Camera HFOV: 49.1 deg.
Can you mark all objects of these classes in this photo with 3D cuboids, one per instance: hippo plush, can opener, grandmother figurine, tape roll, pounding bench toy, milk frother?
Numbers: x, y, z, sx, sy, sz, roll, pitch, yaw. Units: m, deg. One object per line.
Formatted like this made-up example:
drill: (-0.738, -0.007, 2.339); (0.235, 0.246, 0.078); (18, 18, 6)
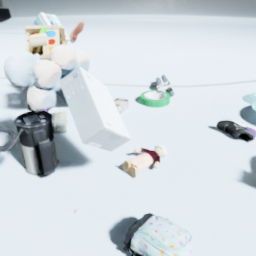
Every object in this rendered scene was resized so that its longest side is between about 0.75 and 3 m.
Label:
hippo plush: (-2.075, -1.450, 7.284); (1.810, 1.793, 2.251); (32, 8, 22)
can opener: (1.733, -2.067, 13.736); (0.636, 0.802, 2.415); (-23, 21, 9)
grandmother figurine: (0.558, 0.897, 8.259); (1.568, 0.475, 0.951); (-20, 55, -39)
tape roll: (1.203, -1.308, 12.545); (1.356, 0.326, 1.356); (0, 28, 0)
pounding bench toy: (-2.782, -2.794, 9.444); (1.322, 2.128, 1.660); (-4, 63, -9)
milk frother: (-2.823, 0.573, 7.580); (1.690, 1.590, 1.525); (-7, 29, -11)

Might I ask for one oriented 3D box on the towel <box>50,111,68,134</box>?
towel: (-3.004, -0.144, 10.490); (1.481, 0.266, 1.538); (-7, 30, -7)

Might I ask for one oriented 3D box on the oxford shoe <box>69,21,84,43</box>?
oxford shoe: (-2.230, -4.120, 11.862); (0.364, 1.030, 0.380); (17, 27, -50)

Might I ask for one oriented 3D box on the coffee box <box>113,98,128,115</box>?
coffee box: (-0.439, -0.865, 11.617); (0.572, 0.399, 1.000); (11, 30, 21)

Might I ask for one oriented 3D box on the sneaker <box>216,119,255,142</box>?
sneaker: (3.704, 0.096, 9.704); (1.380, 0.523, 0.604); (16, 37, 27)

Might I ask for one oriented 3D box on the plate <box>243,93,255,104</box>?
plate: (6.019, -1.344, 12.765); (1.486, 0.190, 1.486); (-1, 28, 0)

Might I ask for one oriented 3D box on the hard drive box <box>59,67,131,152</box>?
hard drive box: (-0.751, -0.385, 6.530); (0.639, 1.296, 1.663); (-32, 65, 15)

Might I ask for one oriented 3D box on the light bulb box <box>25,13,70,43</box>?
light bulb box: (-3.186, -3.586, 11.048); (0.784, 1.256, 1.245); (-18, 74, -55)

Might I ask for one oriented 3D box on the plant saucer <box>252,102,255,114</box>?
plant saucer: (6.305, -0.536, 10.765); (2.921, 0.400, 2.921); (-1, 22, 1)

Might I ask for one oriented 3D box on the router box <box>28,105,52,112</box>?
router box: (-3.630, -1.050, 12.080); (0.858, 0.294, 1.151); (7, 28, 13)

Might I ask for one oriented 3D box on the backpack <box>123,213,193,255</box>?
backpack: (0.631, 2.204, 5.386); (1.196, 0.757, 0.998); (22, 33, 33)
